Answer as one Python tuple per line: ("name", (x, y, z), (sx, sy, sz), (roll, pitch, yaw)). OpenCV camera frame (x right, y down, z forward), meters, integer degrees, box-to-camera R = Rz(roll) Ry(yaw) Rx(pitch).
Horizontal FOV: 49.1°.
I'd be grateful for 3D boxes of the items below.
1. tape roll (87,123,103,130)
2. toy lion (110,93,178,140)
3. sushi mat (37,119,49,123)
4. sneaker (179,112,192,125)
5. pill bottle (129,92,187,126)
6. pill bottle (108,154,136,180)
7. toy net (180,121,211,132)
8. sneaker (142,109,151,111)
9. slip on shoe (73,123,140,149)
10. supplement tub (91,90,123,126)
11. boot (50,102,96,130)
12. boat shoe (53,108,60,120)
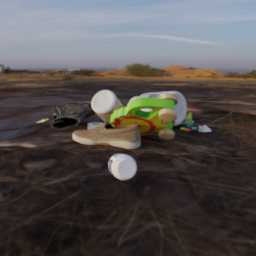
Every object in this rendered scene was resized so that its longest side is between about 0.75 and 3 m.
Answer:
("tape roll", (-1.576, -0.052, 13.637), (0.806, 0.282, 0.806), (0, 13, 0))
("toy lion", (0.582, -0.373, 11.284), (2.664, 0.954, 2.779), (4, -25, 7))
("sushi mat", (-4.397, -0.363, 14.482), (0.816, 0.049, 0.390), (-5, 21, 47))
("sneaker", (2.580, -0.504, 14.781), (1.739, 0.643, 0.715), (14, -26, 38))
("pill bottle", (1.397, -0.971, 14.304), (1.656, 1.656, 2.859), (-11, 10, -40))
("pill bottle", (-0.133, 0.957, 6.867), (0.608, 0.608, 1.094), (-2, -3, -10))
("toy net", (3.227, -0.034, 13.351), (0.777, 0.286, 1.480), (-21, 23, -37))
("sneaker", (0.831, -0.576, 13.129), (0.978, 0.948, 2.678), (18, -12, -17))
("slip on shoe", (-0.901, 0.205, 11.225), (2.934, 0.889, 1.115), (7, 15, 27))
("supplement tub", (-0.933, -0.939, 13.934), (1.263, 1.263, 1.737), (5, -21, 22))
("boot", (-3.093, -0.568, 14.016), (2.892, 1.001, 2.518), (-10, 16, 26))
("boat shoe", (-3.636, -0.644, 14.155), (0.302, 0.893, 0.321), (9, -31, -45))
